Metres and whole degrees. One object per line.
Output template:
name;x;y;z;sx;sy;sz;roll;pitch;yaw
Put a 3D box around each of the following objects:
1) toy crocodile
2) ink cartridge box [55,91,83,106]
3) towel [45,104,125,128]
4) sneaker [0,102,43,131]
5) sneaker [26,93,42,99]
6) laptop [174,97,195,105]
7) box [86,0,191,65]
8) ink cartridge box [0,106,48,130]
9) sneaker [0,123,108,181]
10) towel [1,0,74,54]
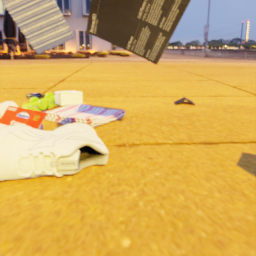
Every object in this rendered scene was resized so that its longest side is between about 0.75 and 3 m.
toy crocodile;-3.433;-1.010;11.758;0.736;0.673;2.181;11;25;32
ink cartridge box;-1.627;-0.810;7.512;0.585;0.336;0.999;-7;11;-24
towel;-1.739;-0.554;10.511;2.733;0.409;2.000;11;20;33
sneaker;-3.711;-0.202;8.444;2.517;0.942;1.254;14;22;39
sneaker;-4.852;-1.625;14.320;0.800;0.295;0.320;-8;5;-39
laptop;2.615;-1.134;13.026;0.806;0.467;0.755;28;17;-5
box;0.242;-2.648;5.874;1.825;2.004;1.043;23;60;-4
ink cartridge box;-3.042;0.036;7.148;1.683;1.461;0.366;11;-24;31
sneaker;-1.734;0.536;5.944;2.932;1.092;1.277;-13;26;-34
towel;-2.856;-3.508;9.139;1.485;2.051;0.245;-22;43;6
